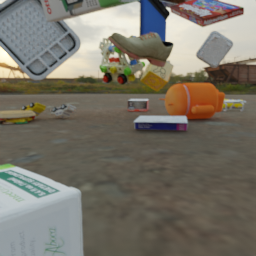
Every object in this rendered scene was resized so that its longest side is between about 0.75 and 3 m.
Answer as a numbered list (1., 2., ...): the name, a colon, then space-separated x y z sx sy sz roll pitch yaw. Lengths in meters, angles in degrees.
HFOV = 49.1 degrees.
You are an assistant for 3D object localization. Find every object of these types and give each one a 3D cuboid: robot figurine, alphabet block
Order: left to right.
1. alphabet block: 1.266 -2.384 12.292 0.980 1.004 0.985 29 -28 -11
2. robot figurine: 2.478 -1.039 10.893 2.414 1.737 1.408 -3 -26 -14

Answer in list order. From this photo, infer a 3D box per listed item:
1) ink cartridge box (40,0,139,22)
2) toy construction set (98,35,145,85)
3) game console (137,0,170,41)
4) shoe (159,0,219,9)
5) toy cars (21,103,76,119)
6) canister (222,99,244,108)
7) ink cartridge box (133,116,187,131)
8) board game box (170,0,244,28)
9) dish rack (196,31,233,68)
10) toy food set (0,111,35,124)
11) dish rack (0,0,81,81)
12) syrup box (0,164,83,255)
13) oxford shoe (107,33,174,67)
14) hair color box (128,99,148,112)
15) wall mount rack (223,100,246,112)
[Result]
1. ink cartridge box: -0.969 -3.206 5.873 2.087 1.524 0.880 0 25 33
2. toy construction set: -0.434 -2.874 11.641 1.362 1.939 2.957 -25 29 -24
3. game console: 0.301 -3.380 8.569 2.166 1.502 2.538 36 16 15
4. shoe: 1.760 -4.139 9.030 2.302 0.805 0.615 24 20 36
5. toy cars: -3.126 -0.591 10.912 2.179 0.482 0.977 2 -18 -5
6. canister: 6.217 -1.447 16.782 1.174 0.508 0.872 2 8 5
7. ink cartridge box: 0.982 -0.121 8.317 1.503 0.331 1.531 1 10 10
8. board game box: 1.579 -2.484 5.911 0.859 0.162 1.669 -20 34 -4
9. dish rack: 2.536 -2.271 8.218 0.794 0.925 0.201 29 29 -8
10. toy food set: -4.090 -0.389 9.965 1.521 0.370 1.505 1 8 4
11. dish rack: -3.396 -3.278 10.032 2.419 2.819 0.614 -46 12 -19
12. syrup box: -1.119 0.729 0.976 0.743 0.769 1.888 6 9 41
13. oxford shoe: 0.336 -2.006 6.622 1.900 0.701 0.672 1 41 -46
14. hair color box: 0.557 -1.224 14.964 1.014 0.584 1.828 1 7 7
15. wall mount rack: 5.287 -1.167 14.781 1.600 0.597 1.390 -1 12 -6
